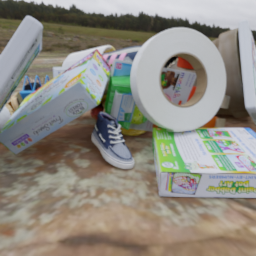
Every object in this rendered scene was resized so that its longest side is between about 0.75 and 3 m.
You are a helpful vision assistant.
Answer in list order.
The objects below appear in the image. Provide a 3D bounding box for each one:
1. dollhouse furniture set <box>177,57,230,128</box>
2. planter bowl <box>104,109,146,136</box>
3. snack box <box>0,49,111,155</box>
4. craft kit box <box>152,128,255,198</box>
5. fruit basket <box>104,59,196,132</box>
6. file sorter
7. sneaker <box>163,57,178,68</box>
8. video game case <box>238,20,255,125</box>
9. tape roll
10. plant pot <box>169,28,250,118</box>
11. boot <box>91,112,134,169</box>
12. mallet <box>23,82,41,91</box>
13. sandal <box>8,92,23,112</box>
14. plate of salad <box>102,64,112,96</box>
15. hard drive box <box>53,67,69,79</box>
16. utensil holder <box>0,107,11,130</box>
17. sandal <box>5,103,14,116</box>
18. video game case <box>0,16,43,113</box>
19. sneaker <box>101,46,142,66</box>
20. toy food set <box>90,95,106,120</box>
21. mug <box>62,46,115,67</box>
[{"bbox_3d":[1.652,-1.030,8.006,2.247,2.223,1.158,14,8,30],"label":"dollhouse furniture set"},{"bbox_3d":[-0.014,-0.385,8.193,1.474,1.474,0.614,-5,-16,-16],"label":"planter bowl"},{"bbox_3d":[-1.713,-0.634,6.648,2.608,0.691,1.855,-28,29,23],"label":"snack box"},{"bbox_3d":[1.763,0.599,5.856,2.422,0.595,2.452,3,18,2],"label":"craft kit box"},{"bbox_3d":[0.482,-0.649,7.137,2.109,1.954,0.989,11,36,-7],"label":"fruit basket"},{"bbox_3d":[-2.850,-1.251,10.007,1.557,1.081,0.956,-1,57,-2],"label":"file sorter"},{"bbox_3d":[1.192,-2.376,9.971,2.901,0.871,1.513,-9,52,22],"label":"sneaker"},{"bbox_3d":[3.569,-1.478,8.082,0.288,2.431,2.213,-7,-14,29],"label":"video game case"},{"bbox_3d":[1.178,-1.069,6.420,2.330,2.330,0.426,-6,6,-19],"label":"tape roll"},{"bbox_3d":[2.839,-1.641,9.823,2.510,2.893,2.893,-10,11,31],"label":"plant pot"},{"bbox_3d":[-0.347,0.239,6.276,0.578,0.718,1.589,-3,27,-37],"label":"boot"},{"bbox_3d":[-3.455,-1.784,13.313,2.776,0.571,0.914,4,16,-3],"label":"mallet"},{"bbox_3d":[-4.073,-0.811,9.923,0.632,0.705,1.922,-22,16,-9],"label":"sandal"},{"bbox_3d":[-0.979,-1.349,8.605,2.887,0.693,2.887,-9,-12,-2],"label":"plate of salad"},{"bbox_3d":[-1.968,-1.677,11.230,1.923,1.499,0.739,-6,20,-17],"label":"hard drive box"},{"bbox_3d":[-3.778,-0.156,7.264,0.954,0.954,1.122,11,10,31],"label":"utensil holder"},{"bbox_3d":[-4.145,-0.537,8.909,2.330,0.766,0.854,16,23,39],"label":"sandal"},{"bbox_3d":[-2.572,-0.579,5.406,0.324,2.941,2.681,33,-3,-19],"label":"video game case"},{"bbox_3d":[-0.503,-1.848,9.148,2.575,1.056,0.903,-16,-13,5],"label":"sneaker"},{"bbox_3d":[-0.384,-0.549,9.099,2.569,0.839,1.511,-6,-11,-31],"label":"toy food set"},{"bbox_3d":[-1.724,-2.638,13.472,2.286,2.230,2.784,3,-4,22],"label":"mug"}]
